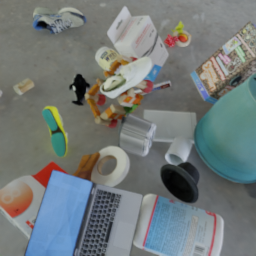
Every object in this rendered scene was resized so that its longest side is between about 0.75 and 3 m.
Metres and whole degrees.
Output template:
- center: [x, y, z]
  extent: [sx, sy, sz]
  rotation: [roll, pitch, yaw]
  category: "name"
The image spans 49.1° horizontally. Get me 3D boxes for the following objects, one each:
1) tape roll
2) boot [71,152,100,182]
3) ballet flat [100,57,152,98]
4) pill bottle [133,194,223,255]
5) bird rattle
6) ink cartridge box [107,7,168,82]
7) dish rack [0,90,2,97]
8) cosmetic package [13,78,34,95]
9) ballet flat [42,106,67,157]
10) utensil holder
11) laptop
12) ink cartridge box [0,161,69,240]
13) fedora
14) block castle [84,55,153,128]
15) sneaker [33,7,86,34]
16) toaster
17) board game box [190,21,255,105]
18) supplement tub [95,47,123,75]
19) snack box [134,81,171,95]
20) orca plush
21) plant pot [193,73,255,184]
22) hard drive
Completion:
- center: [-0.660, 1.322, 9.610]
  extent: [1.480, 0.270, 1.480]
  rotation: [-16, 50, 19]
  category: "tape roll"
- center: [-1.752, 1.466, 9.472]
  extent: [1.434, 0.522, 1.523]
  rotation: [-19, 35, 28]
  category: "boot"
- center: [-0.148, -1.626, 9.191]
  extent: [0.735, 2.118, 0.735]
  rotation: [27, 47, -34]
  category: "ballet flat"
- center: [1.099, 2.851, 8.059]
  extent: [2.879, 1.566, 1.566]
  rotation: [16, 56, 10]
  category: "pill bottle"
- center: [2.531, -4.492, 13.854]
  extent: [1.160, 0.801, 1.423]
  rotation: [27, 60, -1]
  category: "bird rattle"
- center: [0.487, -3.412, 11.541]
  extent: [0.937, 2.763, 1.603]
  rotation: [14, 68, 39]
  category: "ink cartridge box"
- center: [-6.199, -1.118, 11.647]
  extent: [1.430, 0.363, 1.667]
  rotation: [3, 54, 3]
  category: "dish rack"
- center: [-4.531, -1.803, 12.175]
  extent: [0.401, 0.271, 0.763]
  rotation: [36, 62, 23]
  category: "cosmetic package"
- center: [-2.554, 0.103, 10.266]
  extent: [0.637, 1.908, 0.639]
  rotation: [-13, 10, 23]
  category: "ballet flat"
- center: [1.826, 0.837, 10.035]
  extent: [0.731, 0.731, 0.860]
  rotation: [24, 55, 16]
  category: "utensil holder"
- center: [-0.985, 2.411, 7.058]
  extent: [2.243, 1.300, 2.100]
  rotation: [11, 74, 13]
  category: "laptop"
- center: [-2.735, 2.144, 8.977]
  extent: [1.937, 0.599, 2.388]
  rotation: [33, 53, 21]
  category: "ink cartridge box"
- center: [1.630, 1.485, 8.183]
  extent: [0.689, 1.508, 1.508]
  rotation: [-37, 62, -26]
  category: "fedora"
- center: [-0.334, -1.318, 10.565]
  extent: [1.192, 2.541, 1.698]
  rotation: [8, 46, -49]
  category: "block castle"
- center: [-3.556, -5.342, 14.354]
  extent: [2.887, 1.112, 1.230]
  rotation: [5, 64, 12]
  category: "sneaker"
- center: [0.298, 0.235, 9.822]
  extent: [1.110, 1.718, 0.976]
  rotation: [20, 53, 12]
  category: "toaster"
- center: [4.157, -2.089, 10.366]
  extent: [2.189, 2.746, 1.330]
  rotation: [12, 48, -41]
  category: "board game box"
- center: [-0.769, -2.967, 12.585]
  extent: [0.943, 0.943, 1.300]
  rotation: [-35, 62, -22]
  category: "supplement tub"
- center: [0.981, -1.606, 11.581]
  extent: [1.575, 0.192, 0.566]
  rotation: [-15, 14, 14]
  category: "snack box"
- center: [-2.157, -1.773, 11.945]
  extent: [0.898, 0.607, 1.708]
  rotation: [7, 55, 5]
  category: "orca plush"
- center: [4.061, -0.155, 9.121]
  extent: [2.993, 2.812, 2.993]
  rotation: [7, 53, -9]
  category: "plant pot"
- center: [1.624, -0.070, 10.942]
  extent: [2.066, 0.276, 1.363]
  rotation: [3, 55, 3]
  category: "hard drive"
